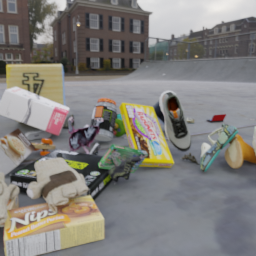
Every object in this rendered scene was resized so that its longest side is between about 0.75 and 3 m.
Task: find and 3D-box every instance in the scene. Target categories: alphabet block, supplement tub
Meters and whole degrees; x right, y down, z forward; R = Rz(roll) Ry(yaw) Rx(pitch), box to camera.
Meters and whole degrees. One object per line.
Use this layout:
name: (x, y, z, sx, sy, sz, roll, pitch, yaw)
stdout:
alphabet block: (-5.170, -1.921, 16.196, 2.949, 2.896, 2.881, -3, -6, -11)
supplement tub: (-1.127, -0.375, 12.889, 1.107, 1.807, 1.107, 9, -17, 3)

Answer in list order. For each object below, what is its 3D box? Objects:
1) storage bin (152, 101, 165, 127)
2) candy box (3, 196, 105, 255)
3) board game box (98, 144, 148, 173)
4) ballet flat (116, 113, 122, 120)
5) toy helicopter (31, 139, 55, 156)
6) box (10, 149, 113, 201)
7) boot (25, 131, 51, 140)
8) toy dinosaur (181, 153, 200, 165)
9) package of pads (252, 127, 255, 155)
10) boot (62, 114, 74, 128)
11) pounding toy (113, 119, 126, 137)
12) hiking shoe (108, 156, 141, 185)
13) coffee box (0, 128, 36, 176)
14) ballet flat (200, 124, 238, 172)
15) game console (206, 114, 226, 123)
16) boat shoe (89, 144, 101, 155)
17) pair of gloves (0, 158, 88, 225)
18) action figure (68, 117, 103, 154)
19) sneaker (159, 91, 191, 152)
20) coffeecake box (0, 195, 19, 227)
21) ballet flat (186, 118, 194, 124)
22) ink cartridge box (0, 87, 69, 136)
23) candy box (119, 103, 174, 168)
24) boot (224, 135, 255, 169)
storage bin: (2.021, -0.436, 14.349, 1.698, 1.235, 1.140, 46, 0, 33)
candy box: (-1.621, 2.105, 6.095, 1.975, 0.546, 1.140, -6, 15, -22)
board game box: (-0.143, 0.960, 8.477, 1.291, 0.869, 0.188, 15, 34, -36)
ballet flat: (-0.753, -0.439, 16.096, 2.112, 0.799, 0.675, -2, -1, -19)
toy helicopter: (-3.722, 0.697, 11.302, 1.601, 0.632, 1.059, 6, 2, 3)
box: (-1.815, 1.412, 8.754, 2.571, 0.611, 2.482, 7, 17, 18)
boot: (-4.407, 0.299, 13.654, 1.200, 0.441, 0.573, -6, 16, -31)
toy dinosaur: (2.377, 1.148, 10.458, 0.800, 0.308, 0.409, 19, -14, 17)
package of pads: (5.466, 0.926, 9.203, 2.162, 0.954, 2.798, 4, 28, 14)
boot: (-4.067, -0.319, 15.993, 1.874, 0.680, 1.704, -7, 12, -2)
pounding toy: (-0.479, 0.017, 13.622, 1.163, 0.898, 0.540, -16, 7, 28)
hiking shoe: (-0.041, 1.222, 8.117, 1.042, 0.524, 0.395, -30, -14, 0)
coffee box: (-4.118, 0.802, 9.773, 0.736, 1.056, 1.846, -36, 12, 8)
ballet flat: (2.988, 0.637, 9.805, 2.081, 0.773, 0.773, -43, 33, -22)
game console: (5.390, -0.624, 17.168, 0.918, 0.545, 0.791, -4, 15, -17)
boat shoe: (-1.267, 0.931, 10.773, 0.266, 0.803, 0.281, 40, 32, 8)
pair of gloves: (-2.455, 1.522, 6.669, 2.805, 0.492, 2.385, -14, 19, -29)
action figure: (-1.741, 0.359, 11.598, 1.458, 1.621, 2.177, 0, 2, -9)
sneaker: (1.744, -0.209, 10.321, 0.869, 2.352, 0.933, -19, 6, 0)
coffeecake box: (-3.335, 2.010, 6.754, 1.150, 0.420, 0.882, -3, 14, -11)
ballet flat: (3.548, -0.433, 16.824, 0.896, 0.337, 0.304, -2, 14, -6)
ink cartridge box: (-4.391, -0.826, 13.310, 2.870, 1.188, 2.103, 22, 8, -13)
candy box: (0.631, 0.214, 10.478, 1.449, 0.374, 2.835, 7, 46, -26)
boot: (4.173, 0.956, 10.068, 1.470, 0.722, 2.053, 31, 32, -15)
